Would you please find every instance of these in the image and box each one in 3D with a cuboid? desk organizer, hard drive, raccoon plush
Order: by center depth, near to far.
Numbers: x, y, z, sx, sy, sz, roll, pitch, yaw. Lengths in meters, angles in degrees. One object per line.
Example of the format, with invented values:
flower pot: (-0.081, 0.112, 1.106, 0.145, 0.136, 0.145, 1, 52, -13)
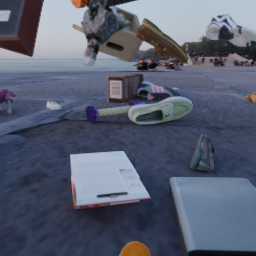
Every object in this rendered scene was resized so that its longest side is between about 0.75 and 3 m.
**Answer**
hard drive: (1.175, 1.069, 3.423, 1.174, 0.277, 1.682, 1, 14, 2)
raccoon plush: (-0.464, -1.743, 5.407, 0.621, 1.284, 0.860, 25, 9, 34)
desk organizer: (-2.727, -2.909, 6.976, 0.799, 2.228, 0.858, 0, -21, 7)

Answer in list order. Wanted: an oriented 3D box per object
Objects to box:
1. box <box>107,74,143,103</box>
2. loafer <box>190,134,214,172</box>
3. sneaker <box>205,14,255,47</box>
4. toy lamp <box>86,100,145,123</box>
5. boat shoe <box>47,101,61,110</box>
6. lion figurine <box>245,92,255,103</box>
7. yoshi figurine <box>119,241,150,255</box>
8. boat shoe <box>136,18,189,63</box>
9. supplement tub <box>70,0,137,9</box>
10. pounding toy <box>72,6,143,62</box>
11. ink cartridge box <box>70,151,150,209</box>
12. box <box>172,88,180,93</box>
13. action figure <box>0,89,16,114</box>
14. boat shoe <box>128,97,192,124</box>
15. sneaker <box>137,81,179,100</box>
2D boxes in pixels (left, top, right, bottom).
box: (-0.082, -2.023, 13.850, 0.911, 1.218, 2.432, 7, 15, 26)
loafer: (1.507, 0.515, 5.528, 0.400, 0.457, 1.272, 22, 26, 12)
sneaker: (3.066, -2.951, 8.233, 1.481, 0.591, 0.964, 10, 55, 14)
toy lamp: (-0.327, -0.575, 9.415, 2.140, 0.623, 0.623, -12, 18, -33)
boat shoe: (-3.044, -0.932, 11.371, 0.907, 0.303, 0.334, 12, 18, 39)
lion figurine: (5.869, -1.377, 13.005, 0.619, 0.366, 1.010, -32, 18, 11)
yoshi figurine: (0.463, 1.268, 1.763, 0.767, 0.764, 1.365, 0, 15, -29)
boat shoe: (1.082, -2.619, 8.842, 1.925, 0.650, 0.693, 31, 23, -22)
supplement tub: (-0.365, -3.380, 6.284, 1.950, 1.195, 1.195, -23, 22, -20)
pounding toy: (-0.825, -3.574, 10.434, 2.147, 1.526, 1.976, 12, 45, -24)
ink cartridge box: (-0.347, 0.825, 4.112, 0.933, 0.431, 1.712, -3, 16, -12)
box: (2.011, -2.124, 16.114, 1.590, 0.327, 1.240, 8, 16, 32)
action figure: (-4.934, -1.108, 10.353, 1.159, 1.288, 1.730, 1, 27, 30)
boat shoe: (1.092, -0.451, 8.912, 2.130, 0.767, 0.661, -11, 31, -8)
sneaker: (1.423, -1.610, 13.708, 2.124, 0.745, 0.871, 18, 57, 28)
